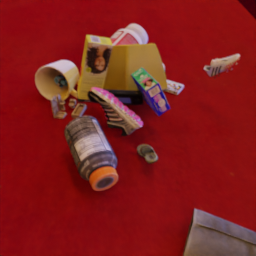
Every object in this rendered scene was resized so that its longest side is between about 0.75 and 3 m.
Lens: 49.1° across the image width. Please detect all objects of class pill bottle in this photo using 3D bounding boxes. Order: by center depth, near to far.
[{"bbox_3d":[-1.124,0.809,8.815,1.236,1.236,2.327,-16,51,-18],"label":"pill bottle"},{"bbox_3d":[-0.343,-3.586,13.301,1.631,1.631,2.906,25,63,26],"label":"pill bottle"}]

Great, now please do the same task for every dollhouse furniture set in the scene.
[{"bbox_3d":[-2.386,-0.948,11.326,1.045,0.852,0.994,9,41,11],"label":"dollhouse furniture set"}]

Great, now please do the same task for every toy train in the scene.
[{"bbox_3d":[-2.798,-2.098,12.284,0.866,0.375,0.495,-30,84,-43],"label":"toy train"}]

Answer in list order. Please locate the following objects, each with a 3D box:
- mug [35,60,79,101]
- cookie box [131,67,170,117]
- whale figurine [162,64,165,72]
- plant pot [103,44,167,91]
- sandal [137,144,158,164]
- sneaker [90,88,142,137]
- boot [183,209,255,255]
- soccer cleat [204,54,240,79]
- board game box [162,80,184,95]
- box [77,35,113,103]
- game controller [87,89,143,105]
[{"bbox_3d":[-2.879,-2.059,12.447,1.606,2.005,1.646,-21,23,27],"label":"mug"},{"bbox_3d":[0.768,-1.286,9.838,0.538,1.224,1.431,-33,40,-1],"label":"cookie box"},{"bbox_3d":[0.856,-2.605,13.359,1.887,0.979,1.501,7,16,41],"label":"whale figurine"},{"bbox_3d":[0.206,-2.467,11.392,2.038,1.797,2.038,-13,19,-29],"label":"plant pot"},{"bbox_3d":[0.627,0.780,9.249,0.481,0.345,1.210,-33,24,-7],"label":"sandal"},{"bbox_3d":[-0.524,-0.450,8.938,1.990,0.871,0.734,39,17,-9],"label":"sneaker"},{"bbox_3d":[3.025,2.714,7.120,2.828,1.026,2.571,12,40,24],"label":"boot"},{"bbox_3d":[3.600,-2.461,10.856,0.680,1.597,0.548,38,65,-11],"label":"soccer cleat"},{"bbox_3d":[1.916,-1.905,12.945,1.106,0.191,0.698,21,44,23],"label":"board game box"},{"bbox_3d":[-1.298,-2.102,10.424,0.940,2.497,0.626,1,42,-19],"label":"box"},{"bbox_3d":[-0.438,-1.070,10.053,1.979,1.032,0.417,3,68,5],"label":"game controller"}]
